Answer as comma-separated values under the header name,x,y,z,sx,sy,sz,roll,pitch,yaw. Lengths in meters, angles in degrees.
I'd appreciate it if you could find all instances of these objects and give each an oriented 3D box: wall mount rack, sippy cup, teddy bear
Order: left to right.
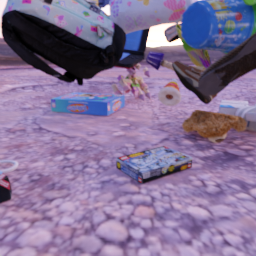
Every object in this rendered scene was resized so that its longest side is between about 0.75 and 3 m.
name,x,y,z,sx,sy,sz,roll,pitch,yaw
wall mount rack,-3.589,0.579,6.031,2.154,0.803,1.872,-8,18,-29
teddy bear,2.585,-0.085,8.651,1.837,0.846,2.534,5,8,-10
sippy cup,1.911,-2.268,6.131,1.281,1.748,1.373,-15,48,-30

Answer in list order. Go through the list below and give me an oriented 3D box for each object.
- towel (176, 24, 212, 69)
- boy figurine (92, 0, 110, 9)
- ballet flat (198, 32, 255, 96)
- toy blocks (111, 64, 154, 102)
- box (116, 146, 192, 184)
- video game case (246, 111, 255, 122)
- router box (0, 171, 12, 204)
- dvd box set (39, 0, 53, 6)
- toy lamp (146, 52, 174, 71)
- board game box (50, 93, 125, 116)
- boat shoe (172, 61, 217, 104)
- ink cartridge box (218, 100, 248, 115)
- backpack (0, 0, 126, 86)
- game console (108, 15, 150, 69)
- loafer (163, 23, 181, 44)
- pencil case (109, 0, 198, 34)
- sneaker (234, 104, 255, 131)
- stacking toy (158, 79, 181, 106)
name,x,y,z,sx,sy,sz,roll,pitch,yaw
towel,2.449,-2.509,9.769,2.291,0.261,1.646,36,17,-54
boy figurine,-1.306,-3.984,9.389,2.313,0.745,1.438,-25,37,-7
ballet flat,2.305,-1.358,5.322,2.285,0.770,0.530,-34,21,42
toy blocks,0.419,-1.956,13.656,1.725,1.846,1.554,-4,57,-41
box,0.579,0.781,6.248,1.425,0.284,0.975,-11,19,-32
video game case,5.010,-0.342,7.381,2.428,0.294,2.668,-6,7,-15
router box,-2.986,1.091,4.841,1.519,0.472,1.138,-15,22,-42
dvd box set,-1.697,-2.988,5.132,1.394,1.020,0.205,38,21,28
toy lamp,1.941,-2.403,11.264,2.507,0.730,0.730,21,18,2
board game box,-1.685,-1.077,12.126,2.600,0.585,1.978,6,17,20
boat shoe,1.853,-1.327,7.571,0.642,0.658,1.739,-37,51,3
ink cartridge box,4.056,-0.686,10.780,1.015,0.593,1.749,6,17,20
backpack,-1.757,-2.536,7.315,2.878,1.822,2.402,23,-27,-32
game console,-0.646,-3.492,11.115,2.586,1.535,2.228,13,31,19
loafer,2.396,-3.879,10.925,2.037,0.640,0.732,-21,-34,17
pencil case,0.759,-3.510,8.352,2.659,1.105,1.206,-1,-21,22
sneaker,4.696,-0.362,9.457,2.619,0.979,1.074,-22,36,-31
stacking toy,1.094,-0.988,7.068,0.577,0.577,0.790,5,46,16
